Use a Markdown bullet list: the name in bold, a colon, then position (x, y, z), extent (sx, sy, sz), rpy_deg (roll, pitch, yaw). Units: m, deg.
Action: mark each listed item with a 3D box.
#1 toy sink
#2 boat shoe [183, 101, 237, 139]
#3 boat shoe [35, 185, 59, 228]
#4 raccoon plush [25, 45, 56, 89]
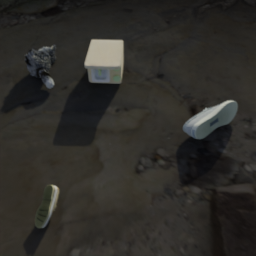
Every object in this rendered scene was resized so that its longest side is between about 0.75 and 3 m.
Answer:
- **toy sink**: position (-1.044, -2.916, 12.974), extent (1.554, 1.335, 2.384), rpy_deg (1, 44, 1)
- **boat shoe**: position (3.230, -0.443, 11.061), extent (2.602, 0.908, 0.927), rpy_deg (-29, 32, -25)
- **boat shoe**: position (-2.466, 2.461, 8.717), extent (0.490, 0.448, 1.311), rpy_deg (10, 75, 28)
- **raccoon plush**: position (-3.778, -2.907, 13.453), extent (1.617, 1.168, 2.413), rpy_deg (-27, 79, -37)
